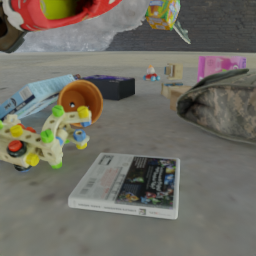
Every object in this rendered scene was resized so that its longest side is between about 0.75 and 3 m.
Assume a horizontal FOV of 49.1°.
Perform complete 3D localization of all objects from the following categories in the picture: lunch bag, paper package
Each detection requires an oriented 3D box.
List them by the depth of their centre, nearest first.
[{"bbox_3d":[2.947,-0.734,7.516,2.280,1.634,2.780,-15,17,-33],"label":"lunch bag"},{"bbox_3d":[2.300,-0.948,9.538,1.349,0.698,1.286,-11,21,-32],"label":"paper package"}]

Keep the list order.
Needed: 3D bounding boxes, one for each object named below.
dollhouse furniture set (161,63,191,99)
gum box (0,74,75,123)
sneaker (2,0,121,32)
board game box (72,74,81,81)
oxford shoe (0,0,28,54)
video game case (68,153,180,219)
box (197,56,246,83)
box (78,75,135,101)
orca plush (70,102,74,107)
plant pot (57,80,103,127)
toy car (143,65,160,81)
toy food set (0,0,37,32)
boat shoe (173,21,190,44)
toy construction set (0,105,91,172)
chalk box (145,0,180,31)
[{"bbox_3d":[1.988,-2.012,11.610,0.982,1.401,0.987,-3,19,-10],"label":"dollhouse furniture set"},{"bbox_3d":[-2.728,-0.864,8.325,1.747,0.458,2.057,-28,4,28],"label":"gum box"},{"bbox_3d":[-0.836,-2.504,5.408,1.251,1.135,2.947,23,50,40],"label":"sneaker"},{"bbox_3d":[-2.952,-1.772,11.899,1.200,0.227,2.332,-27,10,20],"label":"board game box"},{"bbox_3d":[-3.035,-3.196,7.657,0.945,2.600,1.098,40,13,8],"label":"oxford shoe"},{"bbox_3d":[0.058,0.893,4.806,1.604,0.206,1.765,3,18,11],"label":"video game case"},{"bbox_3d":[4.014,-2.301,12.191,1.795,1.579,0.868,-1,18,-5],"label":"box"},{"bbox_3d":[-0.896,-1.741,11.841,1.987,0.784,1.402,10,23,27],"label":"box"},{"bbox_3d":[-1.990,-0.983,9.996,0.697,0.471,1.325,10,21,28],"label":"orca plush"},{"bbox_3d":[-1.486,-0.695,8.082,1.277,1.277,0.894,-10,8,-29],"label":"plant pot"},{"bbox_3d":[1.340,-3.132,15.876,0.741,0.838,0.772,-15,24,-37],"label":"toy car"},{"bbox_3d":[-2.560,-3.972,8.853,0.426,1.720,2.706,-19,33,47],"label":"toy food set"},{"bbox_3d":[2.087,-3.658,10.677,0.308,0.997,0.363,-41,-5,19],"label":"boat shoe"},{"bbox_3d":[-2.017,0.126,5.689,2.367,1.090,1.552,2,41,29],"label":"toy construction set"},{"bbox_3d":[1.200,-3.995,9.250,0.768,1.230,0.762,18,-5,27],"label":"chalk box"}]
